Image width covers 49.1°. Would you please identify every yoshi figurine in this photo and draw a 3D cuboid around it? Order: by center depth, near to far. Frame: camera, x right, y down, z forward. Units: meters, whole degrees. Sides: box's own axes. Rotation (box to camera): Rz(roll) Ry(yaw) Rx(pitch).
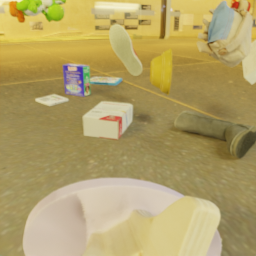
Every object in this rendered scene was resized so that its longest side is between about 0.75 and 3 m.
[{"bbox_3d":[-2.813,-3.745,9.007,1.762,0.987,0.990,-11,48,5],"label":"yoshi figurine"}]

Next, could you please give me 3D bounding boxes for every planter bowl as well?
[{"bbox_3d":[0.920,-1.620,8.129,0.556,1.336,1.336,2,23,2],"label":"planter bowl"}]

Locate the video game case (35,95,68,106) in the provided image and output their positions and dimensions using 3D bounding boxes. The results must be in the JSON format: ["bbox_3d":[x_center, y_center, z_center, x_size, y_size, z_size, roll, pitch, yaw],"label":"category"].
[{"bbox_3d":[-3.324,-1.216,12.214,1.078,0.128,0.981,19,29,38],"label":"video game case"}]

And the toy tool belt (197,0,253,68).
[{"bbox_3d":[1.479,-1.583,4.339,0.756,1.230,0.768,17,-22,-8],"label":"toy tool belt"}]

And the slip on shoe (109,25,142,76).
[{"bbox_3d":[-0.089,-2.797,10.112,0.723,1.952,0.597,-27,29,12],"label":"slip on shoe"}]

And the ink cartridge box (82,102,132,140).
[{"bbox_3d":[-0.618,-0.284,9.253,1.180,0.671,1.619,7,23,16],"label":"ink cartridge box"}]

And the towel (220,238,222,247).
[{"bbox_3d":[1.093,1.909,4.686,0.856,0.148,0.567,14,25,31],"label":"towel"}]

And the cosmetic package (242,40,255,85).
[{"bbox_3d":[4.056,-2.199,8.415,0.417,1.217,1.615,37,43,-18],"label":"cosmetic package"}]

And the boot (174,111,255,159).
[{"bbox_3d":[2.434,0.047,8.255,2.328,0.845,2.117,23,17,31],"label":"boot"}]

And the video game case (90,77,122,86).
[{"bbox_3d":[-1.314,-2.608,15.536,1.699,0.151,1.216,6,23,14],"label":"video game case"}]

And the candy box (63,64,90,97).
[{"bbox_3d":[-2.381,-2.228,13.002,1.170,1.384,0.533,11,25,25],"label":"candy box"}]

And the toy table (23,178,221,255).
[{"bbox_3d":[0.153,1.569,2.988,2.557,2.351,1.498,4,11,-14],"label":"toy table"}]
